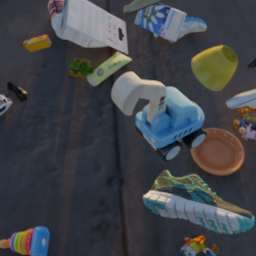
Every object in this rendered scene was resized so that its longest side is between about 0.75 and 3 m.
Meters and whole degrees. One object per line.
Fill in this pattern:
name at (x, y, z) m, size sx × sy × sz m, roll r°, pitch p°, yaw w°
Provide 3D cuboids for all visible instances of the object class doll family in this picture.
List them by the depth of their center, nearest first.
doll family at (2.063, 3.435, 7.666) m, size 0.758 × 0.550 × 1.221 m, roll -37°, pitch 64°, yaw -22°
doll family at (4.369, -0.217, 10.140) m, size 0.988 × 0.717 × 1.592 m, roll 19°, pitch 76°, yaw 4°

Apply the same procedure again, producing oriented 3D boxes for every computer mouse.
computer mouse at (-4.875, -0.901, 10.653) m, size 1.131 × 0.452 × 2.062 m, roll 33°, pitch 56°, yaw 15°

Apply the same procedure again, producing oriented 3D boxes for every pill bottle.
pill bottle at (-3.053, -5.093, 13.018) m, size 1.109 × 1.109 × 1.942 m, roll -14°, pitch 57°, yaw -9°

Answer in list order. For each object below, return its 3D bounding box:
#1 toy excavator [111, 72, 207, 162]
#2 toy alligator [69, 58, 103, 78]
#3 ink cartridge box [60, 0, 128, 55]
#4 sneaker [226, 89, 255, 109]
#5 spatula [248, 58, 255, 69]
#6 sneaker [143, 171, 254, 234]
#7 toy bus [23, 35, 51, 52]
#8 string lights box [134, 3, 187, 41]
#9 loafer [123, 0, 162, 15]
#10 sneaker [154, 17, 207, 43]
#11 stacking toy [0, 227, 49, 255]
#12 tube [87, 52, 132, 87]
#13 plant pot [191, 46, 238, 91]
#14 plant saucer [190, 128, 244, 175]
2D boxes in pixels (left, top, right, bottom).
toy excavator at (0.751, -0.405, 6.364) m, size 2.442 × 2.512 × 1.255 m, roll -24°, pitch 52°, yaw -23°
toy alligator at (-1.785, -2.383, 11.088) m, size 2.134 × 0.513 × 0.707 m, roll 15°, pitch 89°, yaw 44°
ink cartridge box at (-1.481, -4.460, 12.510) m, size 2.969 × 0.847 × 2.413 m, roll 21°, pitch 50°, yaw -33°
sneaker at (3.380, -0.690, 7.087) m, size 1.698 × 0.620 × 0.601 m, roll -16°, pitch 96°, yaw 5°
spatula at (4.263, -2.225, 6.927) m, size 2.890 × 0.817 × 0.297 m, roll -27°, pitch 67°, yaw 5°
sneaker at (1.716, 1.692, 6.882) m, size 2.644 × 1.026 × 1.206 m, roll 11°, pitch 54°, yaw 26°
toy bus at (-2.905, -2.668, 8.906) m, size 0.904 × 0.294 × 0.354 m, roll -10°, pitch 49°, yaw 17°
string lights box at (1.013, -3.554, 9.136) m, size 0.509 × 0.887 × 1.727 m, roll -2°, pitch 33°, yaw -39°
loafer at (0.357, -3.420, 7.570) m, size 1.167 × 0.442 × 0.399 m, roll -26°, pitch 104°, yaw -10°
sneaker at (2.327, -4.443, 12.859) m, size 2.598 × 0.974 × 1.126 m, roll 1°, pitch 85°, yaw -5°
stacking toy at (-2.986, 3.205, 7.820) m, size 1.417 × 0.823 × 0.778 m, roll -7°, pitch 61°, yaw 12°
tube at (-0.818, -2.517, 11.683) m, size 2.101 × 0.545 × 0.609 m, roll -42°, pitch 107°, yaw -28°
plant pot at (2.389, -1.681, 7.431) m, size 1.161 × 0.824 × 1.161 m, roll 16°, pitch 56°, yaw -24°
plant saucer at (3.000, 0.824, 9.544) m, size 1.783 × 0.334 × 1.783 m, roll 0°, pitch 55°, yaw 0°
